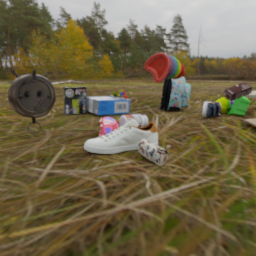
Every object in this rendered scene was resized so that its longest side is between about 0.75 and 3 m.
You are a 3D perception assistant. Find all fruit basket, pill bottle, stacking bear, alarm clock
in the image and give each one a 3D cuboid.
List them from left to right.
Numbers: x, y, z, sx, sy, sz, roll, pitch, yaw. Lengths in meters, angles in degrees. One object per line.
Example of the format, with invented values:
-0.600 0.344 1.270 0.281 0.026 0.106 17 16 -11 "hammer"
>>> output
-3.270 -0.865 9.666 1.514 2.244 0.747 -6 11 -31 "alarm clock"
0.230 -0.226 10.958 1.051 0.590 0.590 -7 14 -31 "pill bottle"
1.687 -2.386 11.343 1.783 1.014 1.083 -2 51 -52 "stacking bear"
5.284 -1.290 14.616 1.806 1.302 1.806 16 17 -5 "fruit basket"

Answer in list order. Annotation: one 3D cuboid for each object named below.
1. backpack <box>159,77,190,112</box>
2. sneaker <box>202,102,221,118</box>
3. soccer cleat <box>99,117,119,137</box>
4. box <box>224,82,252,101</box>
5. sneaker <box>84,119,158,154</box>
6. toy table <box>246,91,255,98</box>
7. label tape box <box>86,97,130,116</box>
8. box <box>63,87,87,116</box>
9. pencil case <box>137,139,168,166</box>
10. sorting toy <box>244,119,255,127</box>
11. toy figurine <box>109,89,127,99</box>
2.602 -1.990 15.587 1.508 2.004 1.779 -2 12 -7 "backpack"
4.126 -0.922 13.698 0.767 0.758 1.933 7 17 24 "sneaker"
-0.656 -0.026 10.059 0.747 0.651 1.953 3 10 -5 "soccer cleat"
4.204 -1.395 10.716 0.912 0.342 0.457 -22 40 -8 "box"
-0.208 0.200 8.271 2.230 0.944 0.812 -6 15 -17 "sneaker"
8.034 -1.931 15.768 2.346 2.157 1.374 -7 28 -9 "toy table"
-1.333 -1.270 15.054 1.809 0.794 2.508 -5 14 -31 "label tape box"
-2.695 -1.373 14.246 1.121 1.399 0.310 -5 13 -25 "box"
0.625 0.614 7.427 0.421 0.484 1.082 -3 12 -22 "pencil case"
6.310 -0.126 10.875 2.862 0.421 2.116 -3 8 2 "sorting toy"
-0.836 -1.850 18.561 1.135 1.000 1.895 -26 1 20 "toy figurine"
